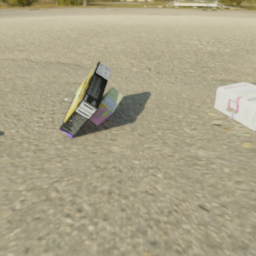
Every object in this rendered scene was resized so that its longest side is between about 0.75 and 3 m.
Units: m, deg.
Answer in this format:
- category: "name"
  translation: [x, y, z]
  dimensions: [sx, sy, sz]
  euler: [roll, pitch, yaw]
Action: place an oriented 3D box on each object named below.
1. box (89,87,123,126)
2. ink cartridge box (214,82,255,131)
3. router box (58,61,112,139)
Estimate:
- category: "box"
  translation: [-0.880, -0.832, 10.725]
  dimensions: [0.572, 1.041, 1.184]
  euler: [43, 39, -13]
- category: "ink cartridge box"
  translation: [5.122, -0.979, 11.748]
  dimensions: [1.766, 1.034, 2.444]
  euler: [-12, 32, -21]
- category: "router box"
  translation: [-1.578, -1.066, 10.449]
  dimensions: [0.643, 1.936, 2.462]
  euler: [32, 41, -18]
